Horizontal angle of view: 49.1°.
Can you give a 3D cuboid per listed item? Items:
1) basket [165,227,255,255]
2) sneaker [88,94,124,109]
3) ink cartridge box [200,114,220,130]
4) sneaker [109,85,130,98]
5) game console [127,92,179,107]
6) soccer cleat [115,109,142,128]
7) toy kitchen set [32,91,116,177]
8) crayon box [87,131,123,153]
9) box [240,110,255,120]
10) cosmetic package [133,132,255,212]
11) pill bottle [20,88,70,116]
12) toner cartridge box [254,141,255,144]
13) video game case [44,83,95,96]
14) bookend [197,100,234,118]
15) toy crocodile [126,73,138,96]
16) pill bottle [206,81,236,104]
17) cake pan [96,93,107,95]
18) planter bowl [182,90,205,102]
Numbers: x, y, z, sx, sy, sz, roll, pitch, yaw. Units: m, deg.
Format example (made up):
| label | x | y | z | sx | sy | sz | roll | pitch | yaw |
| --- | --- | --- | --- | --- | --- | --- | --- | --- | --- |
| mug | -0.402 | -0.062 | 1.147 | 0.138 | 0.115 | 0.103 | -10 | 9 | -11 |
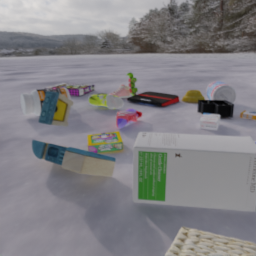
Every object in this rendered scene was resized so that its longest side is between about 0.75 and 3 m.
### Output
| label | x | y | z | sx | sy | sz | roll | pitch | yaw |
| --- | --- | --- | --- | --- | --- | --- | --- | --- | --- |
| basket | 1.037 | 1.718 | 2.858 | 1.369 | 0.928 | 0.845 | 7 | 15 | 22 |
| sneaker | -0.922 | -1.241 | 12.645 | 1.655 | 0.627 | 0.869 | 11 | 11 | 13 |
| ink cartridge box | 2.845 | -0.197 | 9.776 | 0.598 | 0.353 | 1.040 | 7 | 19 | 22 |
| sneaker | -0.497 | -1.903 | 14.614 | 1.346 | 0.704 | 0.507 | -11 | 23 | -28 |
| game console | 1.272 | -1.394 | 13.741 | 2.083 | 0.323 | 1.843 | 13 | 25 | 36 |
| soccer cleat | 0.020 | -0.370 | 10.047 | 0.633 | 0.552 | 1.654 | 3 | 14 | 17 |
| toy kitchen set | -1.310 | 0.042 | 6.327 | 2.049 | 1.642 | 1.207 | 10 | -7 | 28 |
| crayon box | -0.661 | 0.406 | 7.900 | 0.952 | 0.278 | 0.822 | -7 | 22 | -7 |
| box | 4.947 | -0.465 | 10.900 | 1.002 | 0.208 | 0.597 | 16 | 23 | 34 |
| cosmetic package | 1.237 | 0.779 | 5.340 | 2.210 | 1.189 | 0.937 | 2 | 17 | 9 |
| pill bottle | -3.318 | -1.047 | 11.305 | 1.800 | 1.047 | 1.047 | -10 | 20 | -30 |
| toner cartridge box | 3.522 | 0.724 | 6.651 | 2.228 | 0.481 | 1.058 | 2 | 18 | 7 |
| video game case | -3.311 | -2.222 | 16.110 | 2.196 | 0.393 | 1.991 | 6 | 19 | 18 |
| bookend | 3.462 | -0.780 | 11.205 | 1.161 | 0.535 | 1.154 | 1 | 13 | 4 |
| toy crocodile | 0.201 | -2.154 | 14.321 | 0.415 | 1.344 | 0.454 | -12 | 14 | -20 |
| pill bottle | 4.262 | -1.611 | 13.089 | 1.053 | 1.053 | 1.936 | 1 | 17 | 3 |
| cake pan | -1.410 | -1.506 | 13.738 | 0.785 | 0.144 | 0.785 | -13 | -9 | -2 |
| planter bowl | 3.241 | -1.612 | 13.872 | 1.189 | 0.495 | 1.189 | -1 | 12 | 0 |
